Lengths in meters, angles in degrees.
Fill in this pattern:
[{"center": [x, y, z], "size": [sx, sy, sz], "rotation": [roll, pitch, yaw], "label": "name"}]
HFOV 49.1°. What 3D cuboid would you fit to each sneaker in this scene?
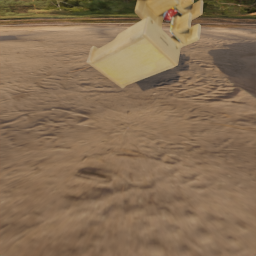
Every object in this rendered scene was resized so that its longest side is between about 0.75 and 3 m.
[{"center": [1.532, -4.228, 10.581], "size": [0.515, 0.488, 1.254], "rotation": [-17, 22, 30], "label": "sneaker"}]

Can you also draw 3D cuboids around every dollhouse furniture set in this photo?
[{"center": [0.302, -2.438, 6.371], "size": [1.686, 2.224, 2.537], "rotation": [-13, 55, 44], "label": "dollhouse furniture set"}]
